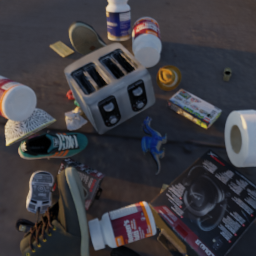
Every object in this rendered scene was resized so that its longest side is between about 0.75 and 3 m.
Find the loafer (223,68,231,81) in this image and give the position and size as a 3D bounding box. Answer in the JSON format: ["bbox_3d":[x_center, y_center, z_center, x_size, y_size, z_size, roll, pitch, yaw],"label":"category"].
[{"bbox_3d":[4.165,-2.282,11.695,0.322,0.285,0.847,12,49,11],"label":"loafer"}]

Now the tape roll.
[{"bbox_3d":[3.496,0.325,8.405,0.596,1.704,1.704,-4,48,-2],"label":"tape roll"}]

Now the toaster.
[{"bbox_3d":[-0.661,-1.447,9.544,2.319,1.522,2.564,-29,55,-12],"label":"toaster"}]

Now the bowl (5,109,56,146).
[{"bbox_3d":[-3.216,-0.171,8.800,1.675,1.675,0.786,-31,96,-25],"label":"bowl"}]

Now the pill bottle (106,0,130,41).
[{"bbox_3d":[-0.445,-5.112,12.988,1.095,1.892,1.095,-1,33,1],"label":"pill bottle"}]

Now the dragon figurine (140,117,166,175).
[{"bbox_3d":[0.709,0.573,8.834,0.909,0.538,1.829,7,72,11],"label":"dragon figurine"}]

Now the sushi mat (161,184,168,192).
[{"bbox_3d":[1.605,2.075,7.803,1.476,0.089,0.706,14,58,10],"label":"sushi mat"}]

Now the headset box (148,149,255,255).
[{"bbox_3d":[1.911,2.116,7.074,2.665,1.029,1.983,-37,61,-23],"label":"headset box"}]

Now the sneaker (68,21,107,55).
[{"bbox_3d":[-1.873,-3.824,11.502,1.032,2.760,1.466,-38,74,9],"label":"sneaker"}]

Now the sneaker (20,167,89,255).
[{"bbox_3d":[-1.625,2.117,5.986,1.481,2.787,1.042,-5,31,-11],"label":"sneaker"}]

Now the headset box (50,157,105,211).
[{"bbox_3d":[-1.307,1.526,7.577,1.303,0.969,0.503,25,11,9],"label":"headset box"}]

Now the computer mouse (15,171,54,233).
[{"bbox_3d":[-2.412,2.042,7.678,1.023,0.409,1.866,9,44,-15],"label":"computer mouse"}]

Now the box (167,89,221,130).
[{"bbox_3d":[2.385,-0.717,10.230,1.727,0.300,0.951,34,56,25],"label":"box"}]

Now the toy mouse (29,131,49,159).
[{"bbox_3d":[-2.895,0.413,9.291,1.199,0.232,1.066,15,50,13],"label":"toy mouse"}]

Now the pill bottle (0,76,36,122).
[{"bbox_3d":[-3.662,-0.932,8.142,1.835,1.048,1.048,22,51,29],"label":"pill bottle"}]

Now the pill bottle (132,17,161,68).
[{"bbox_3d":[0.813,-3.782,12.388,1.265,1.265,2.310,0,48,0],"label":"pill bottle"}]

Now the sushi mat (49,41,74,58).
[{"bbox_3d":[-3.106,-3.678,13.096,0.602,0.076,1.257,-33,56,-26],"label":"sushi mat"}]

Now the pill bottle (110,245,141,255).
[{"bbox_3d":[-0.424,3.597,5.765,1.177,1.177,2.104,22,51,19],"label":"pill bottle"}]

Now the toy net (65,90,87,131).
[{"bbox_3d":[-1.840,-0.955,10.338,1.272,0.468,2.425,14,49,7],"label":"toy net"}]

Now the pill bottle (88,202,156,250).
[{"bbox_3d":[-0.138,2.180,6.192,1.365,0.748,0.748,-15,50,-8],"label":"pill bottle"}]

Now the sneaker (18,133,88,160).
[{"bbox_3d":[-2.137,0.523,8.430,2.119,0.846,0.756,-9,80,-30],"label":"sneaker"}]

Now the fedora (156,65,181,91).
[{"bbox_3d":[1.523,-2.003,10.962,1.095,0.447,1.095,-7,76,29],"label":"fedora"}]
